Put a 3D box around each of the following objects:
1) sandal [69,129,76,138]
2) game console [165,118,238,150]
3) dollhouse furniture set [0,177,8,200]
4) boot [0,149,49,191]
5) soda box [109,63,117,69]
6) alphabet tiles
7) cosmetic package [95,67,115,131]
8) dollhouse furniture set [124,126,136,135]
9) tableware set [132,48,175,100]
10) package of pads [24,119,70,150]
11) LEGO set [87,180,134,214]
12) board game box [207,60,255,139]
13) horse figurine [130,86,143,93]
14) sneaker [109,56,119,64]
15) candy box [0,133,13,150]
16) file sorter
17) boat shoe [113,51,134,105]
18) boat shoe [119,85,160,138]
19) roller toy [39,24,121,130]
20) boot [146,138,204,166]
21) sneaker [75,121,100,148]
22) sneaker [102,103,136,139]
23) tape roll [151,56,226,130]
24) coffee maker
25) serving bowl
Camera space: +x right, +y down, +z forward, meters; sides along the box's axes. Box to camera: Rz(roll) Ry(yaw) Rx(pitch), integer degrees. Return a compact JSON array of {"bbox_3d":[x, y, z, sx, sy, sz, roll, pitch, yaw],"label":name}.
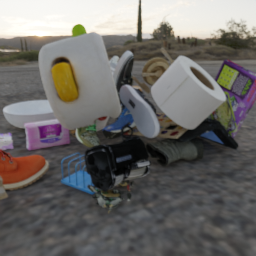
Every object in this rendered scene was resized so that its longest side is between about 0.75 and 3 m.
[{"bbox_3d":[-2.155,0.154,11.517,1.047,0.283,0.421,25,30,28],"label":"sandal"},{"bbox_3d":[2.229,0.293,10.099,2.182,1.444,2.481,42,-7,-27],"label":"game console"},{"bbox_3d":[-2.963,2.015,5.503,1.578,0.904,1.851,-16,47,-41],"label":"dollhouse furniture set"},{"bbox_3d":[-3.312,0.923,7.310,2.553,1.369,0.958,-12,19,-39],"label":"boot"},{"bbox_3d":[-1.094,-1.573,12.935,0.921,2.904,0.991,42,23,8],"label":"soda box"},{"bbox_3d":[1.614,-0.321,10.131,2.221,0.100,2.657,3,29,47],"label":"alphabet tiles"},{"bbox_3d":[-1.245,-1.206,11.726,1.114,2.627,1.413,30,23,14],"label":"cosmetic package"},{"bbox_3d":[0.276,-0.510,12.397,0.874,1.156,2.148,6,17,27],"label":"dollhouse furniture set"},{"bbox_3d":[1.483,-1.594,10.379,2.367,1.565,0.474,40,13,-32],"label":"tableware set"},{"bbox_3d":[-2.987,0.210,10.338,1.566,0.943,0.592,-10,20,-27],"label":"package of pads"},{"bbox_3d":[-0.362,1.637,6.744,1.078,0.471,1.661,14,9,35],"label":"LEGO set"},{"bbox_3d":[3.640,-0.917,10.247,0.432,2.678,1.607,-10,41,-38],"label":"board game box"},{"bbox_3d":[0.330,-1.422,14.054,0.706,1.873,2.827,-2,14,21],"label":"horse figurine"},{"bbox_3d":[-0.743,-3.180,14.002,0.504,0.467,1.243,34,44,2],"label":"sneaker"},{"bbox_3d":[-4.707,0.526,10.326,0.817,0.348,0.974,-7,18,-23],"label":"candy box"},{"bbox_3d":[-1.152,1.175,7.571,1.137,0.697,0.789,10,19,33],"label":"file sorter"},{"bbox_3d":[-0.169,-1.670,10.506,0.706,2.495,0.856,32,42,11],"label":"boat shoe"},{"bbox_3d":[0.517,-0.580,9.190,0.783,0.826,2.363,0,37,-34],"label":"boat shoe"},{"bbox_3d":[-1.448,-1.326,8.413,2.031,2.651,2.906,-16,47,0],"label":"roller toy"},{"bbox_3d":[1.310,0.500,9.620,1.597,0.828,2.444,-6,19,-18],"label":"boot"},{"bbox_3d":[-1.434,-0.190,10.050,0.806,0.929,2.096,3,48,-40],"label":"sneaker"},{"bbox_3d":[-0.160,-0.371,10.515,2.301,1.026,0.904,-33,0,-40],"label":"sneaker"},{"bbox_3d":[1.814,-1.068,8.545,1.903,1.307,1.903,29,33,-21],"label":"tape roll"},{"bbox_3d":[-0.321,0.713,7.118,1.555,1.047,1.493,-3,57,-55],"label":"coffee maker"},{"bbox_3d":[-4.161,-0.541,12.837,2.811,0.925,2.811,-1,17,0],"label":"serving bowl"}]
